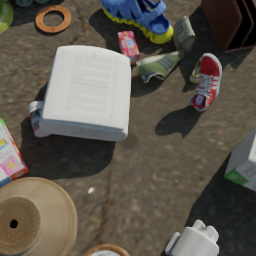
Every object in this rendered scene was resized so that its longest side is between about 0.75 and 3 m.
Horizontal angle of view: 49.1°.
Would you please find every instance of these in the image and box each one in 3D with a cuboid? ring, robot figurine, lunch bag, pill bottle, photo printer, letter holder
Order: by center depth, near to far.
[{"bbox_3d":[1.529,3.062,6.683,1.388,0.924,1.636,16,62,49],"label":"robot figurine"},{"bbox_3d":[-1.133,-1.142,8.224,2.406,1.004,2.892,7,63,-8],"label":"photo printer"},{"bbox_3d":[-2.600,-0.269,8.290,0.551,0.551,0.968,-21,69,-8],"label":"pill bottle"},{"bbox_3d":[1.843,-3.057,9.230,0.573,0.974,0.799,-10,68,-4],"label":"lunch bag"},{"bbox_3d":[3.505,-3.989,9.247,1.176,1.662,2.338,-12,67,-5],"label":"letter holder"},{"bbox_3d":[-2.668,-3.899,10.053,1.248,0.120,1.248,0,68,1],"label":"ring"}]

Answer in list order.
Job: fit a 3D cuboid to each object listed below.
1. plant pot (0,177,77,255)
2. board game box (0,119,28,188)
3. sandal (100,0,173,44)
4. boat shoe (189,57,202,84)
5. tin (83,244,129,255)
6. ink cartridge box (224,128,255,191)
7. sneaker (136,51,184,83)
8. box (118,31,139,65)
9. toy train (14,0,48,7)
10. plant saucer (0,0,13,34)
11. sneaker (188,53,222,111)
[{"bbox_3d":[-2.599,2.388,6.846,2.556,1.180,2.556,0,66,1],"label":"plant pot"},{"bbox_3d":[-3.904,0.791,7.936,1.433,0.378,1.873,-30,70,-12],"label":"board game box"},{"bbox_3d":[0.294,-4.093,9.531,2.895,1.260,1.151,30,72,14],"label":"sandal"},{"bbox_3d":[2.388,-1.978,9.100,0.436,0.376,1.195,34,71,13],"label":"boat shoe"},{"bbox_3d":[-0.467,4.158,6.471,1.532,0.573,2.736,-10,68,0],"label":"tin"},{"bbox_3d":[3.941,1.127,7.075,2.368,1.728,0.995,23,67,8],"label":"ink cartridge box"},{"bbox_3d":[1.096,-1.944,9.034,1.757,0.589,0.789,-18,100,-24],"label":"sneaker"},{"bbox_3d":[0.014,-2.667,9.327,0.509,0.487,1.021,-12,68,-5],"label":"box"},{"bbox_3d":[-3.252,-5.262,9.896,2.529,1.441,1.077,-16,69,-6],"label":"toy train"},{"bbox_3d":[-5.244,-4.068,10.006,2.160,0.336,2.160,0,67,0],"label":"plant saucer"},{"bbox_3d":[2.183,-1.207,8.037,0.615,1.725,0.970,25,62,34],"label":"sneaker"}]
